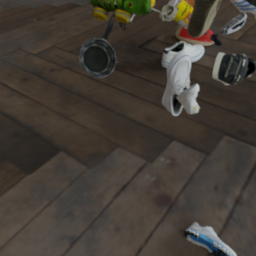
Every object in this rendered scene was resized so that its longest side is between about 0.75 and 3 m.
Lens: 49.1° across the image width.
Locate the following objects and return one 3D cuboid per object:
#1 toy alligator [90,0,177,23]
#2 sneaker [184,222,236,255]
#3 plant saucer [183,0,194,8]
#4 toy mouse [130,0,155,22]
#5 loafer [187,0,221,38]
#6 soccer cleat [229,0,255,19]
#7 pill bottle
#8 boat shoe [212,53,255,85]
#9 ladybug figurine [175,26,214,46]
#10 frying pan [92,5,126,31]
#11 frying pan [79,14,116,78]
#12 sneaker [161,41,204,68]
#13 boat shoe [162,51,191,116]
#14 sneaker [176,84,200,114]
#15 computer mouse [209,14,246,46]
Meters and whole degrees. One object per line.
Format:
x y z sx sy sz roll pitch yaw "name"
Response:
-0.066 -3.496 7.760 2.938 0.974 0.706 18 3 29 "toy alligator"
1.758 2.319 5.842 1.086 0.407 0.470 27 42 28 "sneaker"
2.756 -5.452 12.160 0.921 0.921 0.172 -15 15 -17 "plant saucer"
0.753 -4.984 10.183 0.460 2.111 2.375 28 69 5 "toy mouse"
2.552 -3.986 9.117 0.787 2.080 0.710 33 31 21 "loafer"
2.448 -2.783 6.155 0.399 0.493 1.142 -44 67 -13 "soccer cleat"
2.246 -4.558 11.270 1.441 0.787 0.787 29 35 -21 "pill bottle"
2.999 -1.539 7.530 0.828 0.880 2.449 14 16 30 "boat shoe"
3.310 -4.613 13.729 2.086 0.750 1.416 28 48 29 "ladybug figurine"
-0.656 -4.311 10.052 1.433 2.368 0.385 -11 59 -11 "frying pan"
-0.785 -2.066 7.053 0.973 1.608 0.262 -3 4 -24 "frying pan"
2.457 -3.297 12.103 2.381 0.843 0.870 -29 48 -29 "sneaker"
1.313 -1.057 7.061 0.655 1.779 0.581 -18 51 -16 "boat shoe"
1.449 -0.613 6.248 0.364 0.987 0.570 -34 89 -8 "sneaker"
2.853 -2.750 7.874 1.118 0.245 0.613 -36 32 13 "computer mouse"
